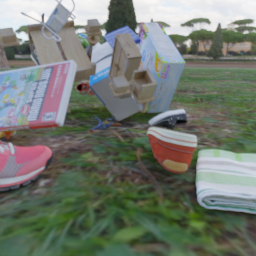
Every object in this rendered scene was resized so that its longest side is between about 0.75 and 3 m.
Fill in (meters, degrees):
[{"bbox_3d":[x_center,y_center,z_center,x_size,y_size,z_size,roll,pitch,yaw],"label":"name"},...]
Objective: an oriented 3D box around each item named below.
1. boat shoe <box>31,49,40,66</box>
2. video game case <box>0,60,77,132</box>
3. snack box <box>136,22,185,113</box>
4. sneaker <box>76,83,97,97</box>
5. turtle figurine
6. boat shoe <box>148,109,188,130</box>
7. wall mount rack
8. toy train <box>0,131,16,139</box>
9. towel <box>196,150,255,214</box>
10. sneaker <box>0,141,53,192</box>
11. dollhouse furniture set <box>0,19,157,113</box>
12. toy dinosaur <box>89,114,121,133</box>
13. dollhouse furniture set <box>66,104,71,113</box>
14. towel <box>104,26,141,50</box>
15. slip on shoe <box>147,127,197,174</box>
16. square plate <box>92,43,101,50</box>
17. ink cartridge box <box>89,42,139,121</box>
[{"bbox_3d":[-2.902,-2.241,9.487,1.112,0.332,0.397,49,36,18],"label":"boat shoe"},{"bbox_3d":[-1.973,-0.576,5.262,1.944,1.390,0.170,-5,-31,18],"label":"video game case"},{"bbox_3d":[0.969,-2.307,10.640,0.921,2.294,2.720,-5,48,-18],"label":"snack box"},{"bbox_3d":[-1.431,-1.538,11.308,1.356,0.453,0.727,3,-6,8],"label":"sneaker"},{"bbox_3d":[-2.493,-2.353,9.977,2.002,2.697,2.782,27,9,-7],"label":"turtle figurine"},{"bbox_3d":[1.090,-0.159,7.280,1.289,0.427,0.451,-13,-19,-43],"label":"boat shoe"},{"bbox_3d":[-1.472,-2.121,5.254,0.825,0.949,0.354,38,26,-15],"label":"wall mount rack"},{"bbox_3d":[-3.746,0.111,7.261,1.643,0.608,2.187,-2,12,-2],"label":"toy train"},{"bbox_3d":[2.078,0.818,4.979,1.698,0.349,2.277,4,15,12],"label":"towel"},{"bbox_3d":[-2.579,0.464,4.737,2.651,1.150,0.977,-8,17,-29],"label":"sneaker"},{"bbox_3d":[-1.224,-1.179,6.699,2.950,1.441,2.516,-14,60,-20],"label":"dollhouse furniture set"},{"bbox_3d":[-0.672,-0.028,7.868,0.784,0.864,0.454,-39,35,6],"label":"toy dinosaur"},{"bbox_3d":[-3.999,-0.971,11.146,2.759,1.347,2.353,17,14,-30],"label":"dollhouse furniture set"},{"bbox_3d":[-0.206,-2.888,9.116,0.927,0.153,1.280,-24,43,-5],"label":"towel"},{"bbox_3d":[0.812,0.413,5.740,0.898,0.742,2.424,11,2,-1],"label":"slip on shoe"},{"bbox_3d":[-0.937,-2.392,11.507,0.298,2.074,2.093,-15,-22,9],"label":"square plate"},{"bbox_3d":[-0.420,-1.688,9.575,0.988,1.710,2.343,-25,40,19],"label":"ink cartridge box"}]
